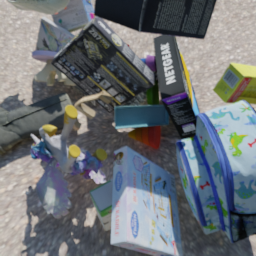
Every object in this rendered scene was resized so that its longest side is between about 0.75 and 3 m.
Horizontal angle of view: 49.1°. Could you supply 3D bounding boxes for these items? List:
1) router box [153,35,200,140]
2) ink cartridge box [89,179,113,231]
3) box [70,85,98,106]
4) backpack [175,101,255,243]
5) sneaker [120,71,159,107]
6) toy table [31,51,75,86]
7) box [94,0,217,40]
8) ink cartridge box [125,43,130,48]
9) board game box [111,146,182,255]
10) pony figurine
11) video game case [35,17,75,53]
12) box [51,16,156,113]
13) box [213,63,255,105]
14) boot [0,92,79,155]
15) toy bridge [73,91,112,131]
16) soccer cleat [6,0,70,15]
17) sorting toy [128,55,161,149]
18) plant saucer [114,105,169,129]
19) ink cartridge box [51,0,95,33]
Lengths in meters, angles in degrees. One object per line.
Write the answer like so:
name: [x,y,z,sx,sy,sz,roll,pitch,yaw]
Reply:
router box: [1.525,-1.213,8.460,0.734,2.143,2.873,-18,47,18]
ink cartridge box: [-0.299,1.885,7.081,1.084,1.486,0.625,-26,58,-17]
box: [-1.272,-1.490,10.000,1.311,0.326,1.034,35,63,21]
backpack: [2.231,0.978,6.477,2.046,2.784,2.548,-12,36,4]
sneaker: [0.520,-1.095,9.545,1.858,1.073,0.697,-41,75,13]
toy table: [-2.366,-1.888,9.104,1.517,1.395,0.889,2,88,-24]
box: [0.581,-2.597,5.773,2.068,1.079,1.530,-10,34,-39]
ink cartridge box: [-0.360,-2.052,9.212,1.221,1.391,0.583,-12,14,-19]
board game box: [0.436,1.672,6.129,0.406,1.967,1.972,-25,48,31]
pony figurine: [-1.515,0.809,6.985,1.955,2.348,2.266,-38,94,-39]
video game case: [-2.360,-2.741,9.704,1.699,1.549,0.187,31,48,-4]
box: [-0.696,-1.664,8.004,2.375,1.915,0.583,40,42,-25]
box: [3.286,-1.074,7.154,2.274,0.856,0.570,0,44,-31]
boot: [-3.250,-0.584,9.018,2.705,0.982,2.460,-28,75,-10]
toy bridge: [-1.090,-0.448,7.055,0.540,1.607,0.219,34,43,-24]
soccer cleat: [-2.834,-3.961,8.504,2.464,0.956,0.854,12,93,29]
sorting toy: [0.426,-0.772,8.623,0.987,0.994,2.866,-2,93,18]
plant saucer: [0.391,-0.330,7.889,1.749,0.166,0.611,-5,98,-27]
ink cartridge box: [-1.974,-4.249,9.302,1.303,1.909,0.729,-11,17,22]
